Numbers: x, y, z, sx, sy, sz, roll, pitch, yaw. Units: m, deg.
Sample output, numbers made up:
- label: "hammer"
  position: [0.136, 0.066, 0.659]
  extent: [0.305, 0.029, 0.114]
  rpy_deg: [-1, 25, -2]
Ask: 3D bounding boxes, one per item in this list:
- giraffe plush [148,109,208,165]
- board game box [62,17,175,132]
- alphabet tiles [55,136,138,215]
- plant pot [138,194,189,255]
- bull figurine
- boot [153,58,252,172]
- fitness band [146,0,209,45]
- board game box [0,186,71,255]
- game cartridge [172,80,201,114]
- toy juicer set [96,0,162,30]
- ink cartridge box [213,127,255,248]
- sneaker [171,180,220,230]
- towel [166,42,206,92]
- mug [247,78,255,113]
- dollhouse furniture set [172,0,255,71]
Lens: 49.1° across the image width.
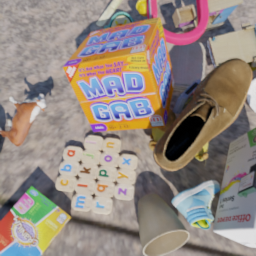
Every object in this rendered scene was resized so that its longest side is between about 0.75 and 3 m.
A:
- label: "giraffe plush"
  position: [1.319, 0.025, 7.271]
  extent: [1.512, 1.609, 1.865]
  rpy_deg: [5, 96, 14]
- label: "board game box"
  position: [-0.061, -1.270, 6.931]
  extent: [1.919, 1.919, 1.920]
  rpy_deg: [-5, 39, 21]
- label: "alphabet tiles"
  position: [-0.774, 1.149, 7.164]
  extent: [1.950, 0.146, 1.994]
  rpy_deg: [7, 62, 1]
- label: "plant pot"
  position: [0.647, 2.084, 6.271]
  extent: [1.052, 1.052, 1.123]
  rpy_deg: [-15, 44, -8]
- label: "bull figurine"
  position: [-2.755, -0.295, 7.271]
  extent: [0.923, 0.495, 1.521]
  rpy_deg: [27, 91, 21]
- label: "boot"
  position: [1.655, -0.345, 5.679]
  extent: [1.088, 1.115, 2.955]
  rpy_deg: [38, 82, 10]
- label: "fitness band"
  position: [1.416, -3.530, 8.059]
  extent: [1.750, 0.456, 2.437]
  rpy_deg: [3, 74, -9]
- label: "board game box"
  position: [-2.261, 2.309, 6.347]
  extent: [1.186, 0.312, 1.550]
  rpy_deg: [35, 66, 7]
- label: "game cartridge"
  position: [1.504, -0.776, 7.164]
  extent: [0.203, 0.661, 0.992]
  rpy_deg: [39, 52, 13]
- label: "toy juicer set"
  position: [-0.061, -3.325, 8.766]
  extent: [0.735, 1.719, 2.702]
  rpy_deg: [-21, 58, -46]
- label: "ink cartridge box"
  position: [2.838, 1.258, 6.072]
  extent: [0.985, 1.698, 2.345]
  rpy_deg: [21, 66, -2]
- label: "sneaker"
  position: [1.725, 1.756, 6.288]
  extent: [1.385, 0.551, 0.904]
  rpy_deg: [-14, 53, -29]
- label: "towel"
  position: [1.760, -1.972, 8.819]
  extent: [1.350, 0.351, 2.037]
  rpy_deg: [10, 61, 3]
- label: "mug"
  position: [4.446, -0.936, 7.814]
  extent: [1.565, 1.318, 1.785]
  rpy_deg: [-32, 95, -26]
- label: "dollhouse furniture set"
  position: [2.764, -2.659, 8.980]
  extent: [2.229, 1.540, 2.361]
  rpy_deg: [-16, 88, -1]
